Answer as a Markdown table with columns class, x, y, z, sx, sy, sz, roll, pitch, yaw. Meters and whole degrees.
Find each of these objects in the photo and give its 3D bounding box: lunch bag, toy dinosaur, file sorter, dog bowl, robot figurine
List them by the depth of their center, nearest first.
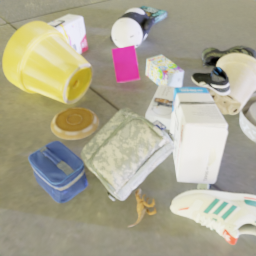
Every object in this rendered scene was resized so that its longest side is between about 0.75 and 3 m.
| class | x | y | z | sx | sy | sz | roll | pitch | yaw |
| --- | --- | --- | --- | --- | --- | --- | --- | --- | --- |
| lunch bag | 0.038 | 0.682 | 7.347 | 2.148 | 1.496 | 1.801 | -45 | 34 | -4 |
| toy dinosaur | 0.383 | 2.164 | 7.374 | 0.672 | 0.382 | 1.266 | -9 | 31 | 9 |
| lunch bag | -1.998 | 1.123 | 7.910 | 1.652 | 1.093 | 1.122 | 32 | 50 | 30 |
| dog bowl | 5.113 | -0.249 | 9.736 | 2.522 | 0.739 | 2.522 | 0 | 42 | 0 |
| file sorter | -0.061 | -2.606 | 11.658 | 0.935 | 1.346 | 0.844 | -9 | 4 | 7 |
| robot figurine | 0.214 | -5.142 | 14.610 | 1.673 | 2.014 | 2.681 | 32 | 45 | -3 |

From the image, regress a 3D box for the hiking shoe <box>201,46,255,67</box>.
| class | x | y | z | sx | sy | sz | roll | pitch | yaw |
| --- | --- | --- | --- | --- | --- | --- | --- | --- | --- |
| hiking shoe | 4.668 | -3.102 | 12.979 | 2.454 | 0.929 | 1.236 | 0 | 50 | 13 |

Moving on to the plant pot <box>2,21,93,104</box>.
| class | x | y | z | sx | sy | sz | roll | pitch | yaw |
| --- | --- | --- | --- | --- | --- | --- | --- | --- | --- |
| plant pot | -2.868 | -2.265 | 10.752 | 2.535 | 2.695 | 2.695 | 33 | 50 | 14 |

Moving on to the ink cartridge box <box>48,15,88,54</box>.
| class | x | y | z | sx | sy | sz | roll | pitch | yaw |
| --- | --- | --- | --- | --- | --- | --- | --- | --- | --- |
| ink cartridge box | -3.126 | -4.171 | 13.399 | 1.006 | 1.734 | 2.350 | 20 | 47 | 26 |

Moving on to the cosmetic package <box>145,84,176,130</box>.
| class | x | y | z | sx | sy | sz | roll | pitch | yaw |
| --- | --- | --- | --- | --- | --- | --- | --- | --- | --- |
| cosmetic package | 1.666 | -0.778 | 10.500 | 1.570 | 0.538 | 2.082 | 14 | 43 | 12 |

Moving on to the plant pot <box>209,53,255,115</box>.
| class | x | y | z | sx | sy | sz | roll | pitch | yaw |
| --- | --- | --- | --- | --- | --- | --- | --- | --- | --- |
| plant pot | 3.679 | -1.419 | 9.946 | 1.774 | 1.774 | 1.624 | 23 | 64 | 24 |

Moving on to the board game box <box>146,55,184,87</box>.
| class | x | y | z | sx | sy | sz | roll | pitch | yaw |
| --- | --- | --- | --- | --- | --- | --- | --- | --- | --- |
| board game box | 1.532 | -2.367 | 12.051 | 0.822 | 0.837 | 1.597 | -20 | 45 | -21 |

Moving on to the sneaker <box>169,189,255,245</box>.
| class | x | y | z | sx | sy | sz | roll | pitch | yaw |
| --- | --- | --- | --- | --- | --- | --- | --- | --- | --- |
| sneaker | 2.227 | 2.208 | 6.882 | 2.379 | 0.837 | 1.112 | 2 | 48 | 5 |

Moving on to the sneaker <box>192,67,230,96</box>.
| class | x | y | z | sx | sy | sz | roll | pitch | yaw |
| --- | --- | --- | --- | --- | --- | --- | --- | --- | --- |
| sneaker | 2.705 | -1.721 | 9.186 | 0.546 | 0.836 | 1.495 | -38 | 48 | -18 |

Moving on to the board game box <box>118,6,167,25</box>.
| class | x | y | z | sx | sy | sz | roll | pitch | yaw |
| --- | --- | --- | --- | --- | --- | --- | --- | --- | --- |
| board game box | 0.956 | -6.890 | 17.489 | 1.910 | 0.398 | 2.823 | 25 | 47 | 26 |

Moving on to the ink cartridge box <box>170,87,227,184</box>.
| class | x | y | z | sx | sy | sz | roll | pitch | yaw |
| --- | --- | --- | --- | --- | --- | --- | --- | --- | --- |
| ink cartridge box | 1.889 | 0.107 | 8.125 | 1.068 | 1.849 | 2.533 | 3 | 28 | 2 |

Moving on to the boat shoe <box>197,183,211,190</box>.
| class | x | y | z | sx | sy | sz | roll | pitch | yaw |
| --- | --- | --- | --- | --- | --- | --- | --- | --- | --- |
| boat shoe | 2.188 | 1.593 | 7.967 | 0.345 | 0.389 | 1.040 | 37 | 31 | -22 |

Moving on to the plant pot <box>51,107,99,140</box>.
| class | x | y | z | sx | sy | sz | roll | pitch | yaw |
| --- | --- | --- | --- | --- | --- | --- | --- | --- | --- |
| plant pot | -1.931 | -0.245 | 10.115 | 1.727 | 0.237 | 1.727 | -1 | 41 | 0 |
